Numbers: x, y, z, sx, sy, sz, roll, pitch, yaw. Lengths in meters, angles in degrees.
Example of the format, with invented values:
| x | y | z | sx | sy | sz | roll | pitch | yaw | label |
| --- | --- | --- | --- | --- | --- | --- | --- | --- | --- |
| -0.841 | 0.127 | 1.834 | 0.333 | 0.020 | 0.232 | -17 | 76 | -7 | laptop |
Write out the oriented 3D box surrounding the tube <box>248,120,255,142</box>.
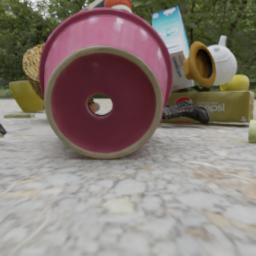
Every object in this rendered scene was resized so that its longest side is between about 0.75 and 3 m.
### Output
| x | y | z | sx | sy | sz | roll | pitch | yaw | label |
| --- | --- | --- | --- | --- | --- | --- | --- | --- | --- |
| 3.242 | 0.159 | 5.350 | 1.739 | 0.505 | 0.452 | 6 | -35 | 26 | tube |

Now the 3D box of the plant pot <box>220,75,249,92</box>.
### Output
| x | y | z | sx | sy | sz | roll | pitch | yaw | label |
| --- | --- | --- | --- | --- | --- | --- | --- | --- | --- |
| 4.019 | -1.597 | 10.831 | 0.736 | 1.037 | 1.037 | 13 | 4 | -15 | plant pot |

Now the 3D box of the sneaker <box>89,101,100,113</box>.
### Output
| x | y | z | sx | sy | sz | roll | pitch | yaw | label |
| --- | --- | --- | --- | --- | --- | --- | --- | --- | --- |
| -2.147 | -1.079 | 13.813 | 1.965 | 0.701 | 0.785 | 2 | 12 | 24 | sneaker |

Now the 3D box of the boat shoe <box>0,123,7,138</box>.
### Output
| x | y | z | sx | sy | sz | roll | pitch | yaw | label |
| --- | --- | --- | --- | --- | --- | --- | --- | --- | --- |
| -2.718 | -0.366 | 5.372 | 0.399 | 1.232 | 0.443 | -40 | 0 | -11 | boat shoe |

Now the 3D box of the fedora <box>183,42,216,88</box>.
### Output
| x | y | z | sx | sy | sz | roll | pitch | yaw | label |
| --- | --- | --- | --- | --- | --- | --- | --- | --- | --- |
| 1.965 | -1.738 | 7.980 | 1.392 | 1.392 | 0.568 | -7 | -7 | -43 | fedora |

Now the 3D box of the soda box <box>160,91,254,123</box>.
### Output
| x | y | z | sx | sy | sz | roll | pitch | yaw | label |
| --- | --- | --- | --- | --- | --- | --- | --- | --- | --- |
| 2.408 | -0.666 | 9.049 | 2.970 | 0.951 | 1.006 | 2 | 4 | 31 | soda box |

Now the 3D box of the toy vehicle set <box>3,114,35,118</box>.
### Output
| x | y | z | sx | sy | sz | roll | pitch | yaw | label |
| --- | --- | --- | --- | --- | --- | --- | --- | --- | --- |
| -4.391 | -0.483 | 11.348 | 1.051 | 0.139 | 0.653 | 0 | 7 | -3 | toy vehicle set |

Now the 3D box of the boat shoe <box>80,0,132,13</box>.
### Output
| x | y | z | sx | sy | sz | roll | pitch | yaw | label |
| --- | --- | --- | --- | --- | --- | --- | --- | --- | --- |
| -0.932 | -2.461 | 6.712 | 2.410 | 0.754 | 0.858 | -20 | -24 | 32 | boat shoe |

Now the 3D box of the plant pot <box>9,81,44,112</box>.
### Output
| x | y | z | sx | sy | sz | roll | pitch | yaw | label |
| --- | --- | --- | --- | --- | --- | --- | --- | --- | --- |
| -4.882 | -1.561 | 14.266 | 2.068 | 1.468 | 2.068 | -4 | 3 | 0 | plant pot |

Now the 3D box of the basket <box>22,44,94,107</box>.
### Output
| x | y | z | sx | sy | sz | roll | pitch | yaw | label |
| --- | --- | --- | --- | --- | --- | --- | --- | --- | --- |
| -2.491 | -1.665 | 9.776 | 1.738 | 1.814 | 2.435 | -27 | 48 | -10 | basket |

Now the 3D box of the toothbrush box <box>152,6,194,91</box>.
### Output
| x | y | z | sx | sy | sz | roll | pitch | yaw | label |
| --- | --- | --- | --- | --- | --- | --- | --- | --- | --- |
| 1.491 | -2.613 | 9.387 | 0.962 | 2.255 | 1.651 | -12 | -36 | 18 | toothbrush box |

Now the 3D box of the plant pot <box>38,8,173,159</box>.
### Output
| x | y | z | sx | sy | sz | roll | pitch | yaw | label |
| --- | --- | --- | --- | --- | --- | --- | --- | --- | --- |
| -0.382 | -0.729 | 4.962 | 2.629 | 2.629 | 2.353 | 0 | 23 | -3 | plant pot |

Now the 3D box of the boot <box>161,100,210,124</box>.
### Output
| x | y | z | sx | sy | sz | roll | pitch | yaw | label |
| --- | --- | --- | --- | --- | --- | --- | --- | --- | --- |
| 1.483 | -0.377 | 7.995 | 1.199 | 0.477 | 1.378 | -13 | 30 | -29 | boot |

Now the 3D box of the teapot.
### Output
| x | y | z | sx | sy | sz | roll | pitch | yaw | label |
| --- | --- | --- | --- | --- | --- | --- | --- | --- | --- |
| 2.828 | -2.144 | 9.097 | 1.451 | 1.074 | 1.470 | -19 | 47 | -5 | teapot |
